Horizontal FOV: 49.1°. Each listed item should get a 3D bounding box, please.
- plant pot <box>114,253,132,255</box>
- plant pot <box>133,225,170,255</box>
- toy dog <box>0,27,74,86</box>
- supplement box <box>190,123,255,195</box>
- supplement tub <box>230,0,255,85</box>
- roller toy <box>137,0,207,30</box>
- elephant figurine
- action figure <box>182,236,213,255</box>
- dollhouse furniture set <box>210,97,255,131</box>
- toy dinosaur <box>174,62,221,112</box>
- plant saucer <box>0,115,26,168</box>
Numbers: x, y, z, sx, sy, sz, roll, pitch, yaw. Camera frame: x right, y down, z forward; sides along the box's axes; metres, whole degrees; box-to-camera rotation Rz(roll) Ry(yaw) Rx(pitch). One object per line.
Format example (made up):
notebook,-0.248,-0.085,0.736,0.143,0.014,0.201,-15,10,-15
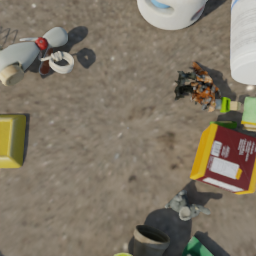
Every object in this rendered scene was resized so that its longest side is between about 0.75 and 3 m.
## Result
plant pot,0.188,3.644,6.268,1.318,1.233,1.233,41,75,-31
plant pot,0.492,2.925,6.823,0.886,0.886,0.769,17,92,4
toy dog,-2.867,-1.974,8.006,2.435,1.173,1.606,-13,79,-25
supplement box,2.544,0.829,7.255,1.393,0.925,1.374,19,75,4
supplement tub,3.713,-2.621,7.840,1.600,1.600,2.425,7,75,2
roller toy,1.380,-4.200,8.234,2.338,1.634,2.133,-13,76,-3
elephant figurine,1.508,2.061,7.109,0.604,0.662,0.853,-29,68,-31
action figure,2.431,4.134,6.519,2.927,0.800,1.729,32,74,4
dollhouse furniture set,2.880,-0.378,7.249,0.665,1.325,0.868,-2,96,-36
toy dinosaur,1.959,-1.160,7.905,1.198,0.901,1.765,2,32,-2
plant saucer,-3.682,0.326,7.696,1.530,0.371,1.530,-1,75,-1
